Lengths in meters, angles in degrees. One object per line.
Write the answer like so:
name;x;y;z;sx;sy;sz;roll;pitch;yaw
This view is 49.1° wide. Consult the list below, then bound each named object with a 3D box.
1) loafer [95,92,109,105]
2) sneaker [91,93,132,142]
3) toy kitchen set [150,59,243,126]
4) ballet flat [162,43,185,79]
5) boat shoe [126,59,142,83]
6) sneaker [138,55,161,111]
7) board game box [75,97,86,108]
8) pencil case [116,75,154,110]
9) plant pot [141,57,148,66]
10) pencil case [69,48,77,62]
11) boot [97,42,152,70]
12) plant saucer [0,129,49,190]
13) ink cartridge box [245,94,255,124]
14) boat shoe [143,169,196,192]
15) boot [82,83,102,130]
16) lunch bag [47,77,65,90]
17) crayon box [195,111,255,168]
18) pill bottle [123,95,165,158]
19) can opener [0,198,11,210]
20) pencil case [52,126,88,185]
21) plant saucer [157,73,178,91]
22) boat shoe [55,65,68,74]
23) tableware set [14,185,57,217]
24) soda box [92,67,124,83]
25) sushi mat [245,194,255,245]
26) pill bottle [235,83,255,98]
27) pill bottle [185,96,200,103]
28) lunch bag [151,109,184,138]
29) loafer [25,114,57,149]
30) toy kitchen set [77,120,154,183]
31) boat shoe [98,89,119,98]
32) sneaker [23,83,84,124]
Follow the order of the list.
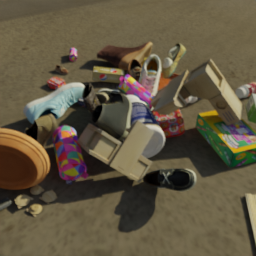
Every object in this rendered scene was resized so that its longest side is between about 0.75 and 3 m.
loafer;-1.218;-1.268;11.693;0.493;0.546;1.443;-43;22;-27
sneaker;-0.557;-0.676;9.415;0.840;1.193;2.245;-38;33;25
toy kitchen set;2.340;-0.615;10.213;2.536;2.288;2.069;-27;21;41
ballet flat;2.164;-3.407;14.011;0.743;0.743;2.102;24;69;28
boat shoe;0.375;-2.458;13.570;0.987;0.936;2.607;-8;43;-8
sneaker;0.858;-1.936;12.174;0.976;1.030;2.551;8;75;-3
board game box;-1.901;-1.342;12.719;0.935;0.288;0.934;23;43;25
pencil case;0.376;-1.442;11.564;1.766;0.781;0.781;39;47;6
plant pot;1.111;-3.232;14.731;1.123;0.797;1.123;-1;38;1
pencil case;-3.221;-4.302;16.419;0.491;0.491;1.110;-6;38;-8
boot;-0.123;-4.378;15.869;2.369;1.030;2.847;25;50;16
plant saucer;-3.437;1.030;8.010;2.270;2.270;0.425;1;37;1
ink cartridge box;5.469;-0.478;10.200;2.126;0.630;1.104;16;39;3
boat shoe;1.165;1.503;8.102;0.621;0.659;1.836;7;-11;-35
boot;-1.248;-0.992;10.988;0.673;1.693;1.944;-15;32;10
lunch bag;-3.571;-2.161;13.780;0.817;0.335;0.720;24;48;29
crayon box;3.723;0.269;10.281;1.445;0.709;2.433;-11;39;-13
pill bottle;0.310;-0.163;10.304;1.384;1.384;2.492;-9;38;-11
can opener;-3.861;2.392;7.943;0.292;0.367;1.096;25;31;31
pencil case;-1.995;0.842;9.404;0.946;0.946;2.141;-12;40;-15
plant saucer;1.941;-2.115;13.698;2.028;0.327;2.028;0;37;0
boat shoe;-3.576;-3.119;14.989;0.922;0.331;0.349;22;43;26
tableware set;-2.746;2.122;8.350;0.905;0.126;1.084;27;41;22
soda box;-0.981;-2.627;13.955;1.558;0.528;0.499;5;42;-8
sushi mat;3.920;2.788;7.493;1.169;0.148;2.444;5;38;8
pill bottle;5.514;-1.727;12.992;0.996;0.568;0.568;-19;42;-23
pill bottle;2.957;-1.566;12.630;1.354;0.752;0.752;-28;45;-31
lunch bag;1.448;-0.261;10.977;1.344;0.625;1.526;-11;37;7
loafer;-3.055;0.333;9.124;0.686;2.033;0.773;2;41;-47
toy kitchen set;-0.269;0.439;9.119;1.597;1.957;1.766;-58;23;-5
boat shoe;-0.899;-1.569;12.955;1.034;0.366;0.329;-3;38;-6
sneaker;-2.817;-0.857;11.493;2.707;1.001;1.109;-31;57;-14
